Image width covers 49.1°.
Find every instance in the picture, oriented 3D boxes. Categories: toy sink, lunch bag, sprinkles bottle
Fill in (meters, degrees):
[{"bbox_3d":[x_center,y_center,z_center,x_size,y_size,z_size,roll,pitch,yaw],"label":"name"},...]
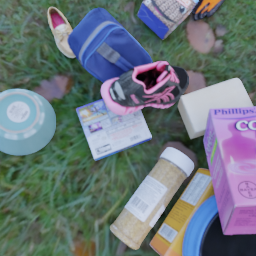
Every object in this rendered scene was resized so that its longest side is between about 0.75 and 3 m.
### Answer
[{"bbox_3d":[2.279,-0.489,7.463,1.600,0.897,1.043,-20,75,0],"label":"toy sink"},{"bbox_3d":[-0.371,-1.831,7.184,1.377,2.027,1.341,-45,52,14],"label":"lunch bag"},{"bbox_3d":[0.606,1.671,6.863,0.847,0.847,2.482,36,78,9],"label":"sprinkles bottle"}]

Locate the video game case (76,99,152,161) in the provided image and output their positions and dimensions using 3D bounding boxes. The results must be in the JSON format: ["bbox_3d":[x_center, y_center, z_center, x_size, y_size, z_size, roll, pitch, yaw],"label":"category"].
[{"bbox_3d":[-0.390,-0.098,7.615,1.632,0.371,1.479,-20,77,-5],"label":"video game case"}]

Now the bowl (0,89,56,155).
[{"bbox_3d":[-2.801,-0.266,7.162,1.835,0.960,1.835,3,76,-12],"label":"bowl"}]

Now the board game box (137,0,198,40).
[{"bbox_3d":[1.157,-3.538,8.279,1.095,0.665,1.374,43,75,-2],"label":"board game box"}]

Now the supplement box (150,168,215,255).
[{"bbox_3d":[1.551,2.120,6.691,0.764,0.790,2.296,43,78,-20],"label":"supplement box"}]

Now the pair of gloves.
[{"bbox_3d":[2.104,-4.435,8.819,2.027,0.251,1.806,37,86,11],"label":"pair of gloves"}]

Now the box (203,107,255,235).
[{"bbox_3d":[2.917,0.783,5.837,2.169,1.192,2.466,-2,46,4],"label":"box"}]

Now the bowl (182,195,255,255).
[{"bbox_3d":[2.420,2.719,6.282,2.489,0.488,2.489,1,87,-19],"label":"bowl"}]

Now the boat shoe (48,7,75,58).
[{"bbox_3d":[-1.961,-2.840,8.277,0.618,0.580,1.677,-30,76,-8],"label":"boat shoe"}]

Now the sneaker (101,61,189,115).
[{"bbox_3d":[0.763,-1.146,6.884,2.864,1.366,1.132,-22,79,-41],"label":"sneaker"}]
